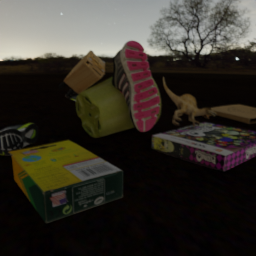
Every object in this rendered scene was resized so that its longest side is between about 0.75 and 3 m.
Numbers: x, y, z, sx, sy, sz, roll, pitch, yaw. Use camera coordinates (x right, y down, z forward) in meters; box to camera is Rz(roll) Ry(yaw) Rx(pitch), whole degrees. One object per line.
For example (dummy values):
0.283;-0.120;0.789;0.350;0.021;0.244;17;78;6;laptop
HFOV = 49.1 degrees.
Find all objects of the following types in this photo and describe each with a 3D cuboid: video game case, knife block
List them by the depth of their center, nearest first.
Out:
2.671;0.451;8.935;2.908;0.521;2.636;-12;18;-39;video game case
-1.866;-1.794;10.554;0.798;2.190;2.495;40;16;-19;knife block

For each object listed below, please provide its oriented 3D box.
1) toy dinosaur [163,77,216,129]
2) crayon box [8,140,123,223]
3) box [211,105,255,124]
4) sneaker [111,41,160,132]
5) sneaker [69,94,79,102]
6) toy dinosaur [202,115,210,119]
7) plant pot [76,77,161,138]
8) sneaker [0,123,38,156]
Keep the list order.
1.888;-0.704;9.699;2.329;1.178;0.678;27;-17;-14;toy dinosaur
-1.536;1.018;6.397;1.702;0.681;2.681;-10;18;-33;crayon box
5.745;-0.722;13.925;2.318;0.302;2.836;-7;17;-24;box
0.169;-1.343;9.504;1.102;2.988;1.307;-20;13;-28;sneaker
-3.194;-2.123;18.600;1.633;0.661;0.603;-12;18;-38;sneaker
3.805;-0.543;13.540;0.398;0.227;0.750;28;27;10;toy dinosaur
-0.527;-0.833;10.674;2.448;2.662;2.662;-25;26;-33;plant pot
-3.813;0.369;8.981;0.921;0.841;2.276;-4;6;12;sneaker
